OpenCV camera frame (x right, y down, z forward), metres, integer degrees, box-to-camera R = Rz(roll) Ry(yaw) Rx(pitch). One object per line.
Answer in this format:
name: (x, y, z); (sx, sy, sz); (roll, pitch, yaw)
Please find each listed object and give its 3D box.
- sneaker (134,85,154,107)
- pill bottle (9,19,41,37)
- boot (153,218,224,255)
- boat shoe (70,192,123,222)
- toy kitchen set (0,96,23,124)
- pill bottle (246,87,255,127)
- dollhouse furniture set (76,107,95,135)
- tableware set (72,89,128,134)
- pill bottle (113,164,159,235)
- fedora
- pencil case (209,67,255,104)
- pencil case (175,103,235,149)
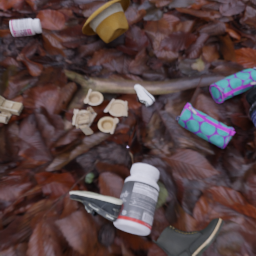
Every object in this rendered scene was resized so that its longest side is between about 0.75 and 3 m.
sneaker: (0.586, -1.359, 11.694); (0.458, 0.434, 1.137); (-42, 63, -4)
pill bottle: (-4.928, -4.842, 13.517); (1.336, 0.757, 0.757); (-9, 60, -6)
boot: (1.901, 3.298, 8.777); (1.398, 0.783, 2.021); (37, 65, 25)
boat shoe: (-1.136, 2.413, 8.845); (2.093, 0.752, 0.708); (4, 80, 37)
toy kitchen set: (-4.961, -0.866, 10.975); (1.154, 1.041, 0.942); (13, 58, 3)
pill bottle: (5.485, -0.314, 10.449); (1.476, 1.476, 2.640); (-11, 60, -6)
dollhouse furniture set: (-1.653, -0.254, 11.057); (0.532, 0.454, 1.026); (-11, 49, 24)
tableware set: (-1.120, -0.623, 11.332); (2.141, 0.248, 1.788); (16, 61, 10)
pill bottle: (0.342, 2.288, 9.078); (1.182, 1.182, 2.041); (13, 60, 7)
fedora: (-0.768, -4.638, 12.635); (2.732, 2.732, 1.114); (-35, 94, -18)
pencil case: (4.449, -1.751, 11.612); (2.066, 0.879, 0.955); (-24, 30, -12)
pencil case: (2.908, -0.091, 10.607); (2.080, 0.961, 0.885); (32, 60, 16)
